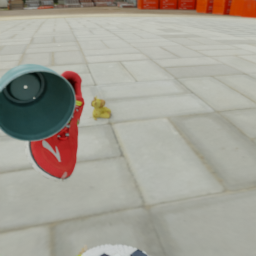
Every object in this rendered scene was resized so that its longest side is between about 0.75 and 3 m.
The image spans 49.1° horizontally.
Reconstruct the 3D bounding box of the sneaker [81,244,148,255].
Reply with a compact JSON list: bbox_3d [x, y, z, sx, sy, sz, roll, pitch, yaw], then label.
[{"bbox_3d":[0.160,3.066,4.608,2.520,1.006,1.640,23,28,3],"label":"sneaker"}]

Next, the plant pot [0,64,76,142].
[{"bbox_3d":[-1.569,-0.514,4.504,1.227,1.227,0.822,-16,42,-26],"label":"plant pot"}]

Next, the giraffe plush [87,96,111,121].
[{"bbox_3d":[-1.271,-0.910,12.115,1.063,0.862,0.917,-16,33,-27],"label":"giraffe plush"}]

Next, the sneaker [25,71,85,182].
[{"bbox_3d":[-1.305,-0.194,5.406,0.971,1.070,2.521,18,44,-28],"label":"sneaker"}]

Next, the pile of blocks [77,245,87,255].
[{"bbox_3d":[-0.940,2.907,5.652,0.351,0.463,1.129,-8,30,-11],"label":"pile of blocks"}]
